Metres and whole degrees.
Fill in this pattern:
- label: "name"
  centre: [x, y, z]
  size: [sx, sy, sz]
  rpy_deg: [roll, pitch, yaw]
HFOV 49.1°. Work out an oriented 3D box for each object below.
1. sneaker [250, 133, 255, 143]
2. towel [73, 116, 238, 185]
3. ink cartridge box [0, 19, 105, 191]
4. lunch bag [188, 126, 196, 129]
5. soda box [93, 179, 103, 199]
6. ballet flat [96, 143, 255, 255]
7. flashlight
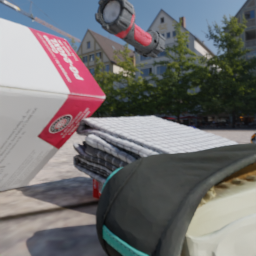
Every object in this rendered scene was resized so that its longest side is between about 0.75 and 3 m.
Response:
- label: "sneaker"
  centre: [5.467, 0.439, 11.447]
  size: [0.846, 0.857, 2.190]
  rpy_deg: [-12, -7, 24]
- label: "towel"
  centre: [0.375, 0.403, 3.223]
  size: [1.742, 0.746, 1.443]
  rpy_deg: [19, 15, 40]
- label: "ink cartridge box"
  centre: [-1.897, -0.132, 2.746]
  size: [1.986, 1.140, 2.734]
  rpy_deg: [-43, -22, 26]
- label: "lunch bag"
  centre: [2.223, 0.379, 11.006]
  size: [1.574, 0.974, 1.338]
  rpy_deg: [14, 1, 1]
- label: "soda box"
  centre: [-0.075, 0.747, 3.706]
  size: [0.283, 0.257, 0.810]
  rpy_deg: [1, 0, 45]
- label: "ballet flat"
  centre: [1.151, 0.506, 1.957]
  size: [2.731, 0.928, 0.934]
  rpy_deg: [-11, 14, -21]
- label: "flashlight"
  centre: [0.202, -2.297, 6.591]
  size: [0.789, 0.792, 2.331]
  rpy_deg: [17, 6, 31]
